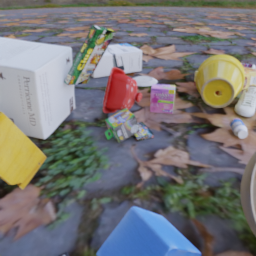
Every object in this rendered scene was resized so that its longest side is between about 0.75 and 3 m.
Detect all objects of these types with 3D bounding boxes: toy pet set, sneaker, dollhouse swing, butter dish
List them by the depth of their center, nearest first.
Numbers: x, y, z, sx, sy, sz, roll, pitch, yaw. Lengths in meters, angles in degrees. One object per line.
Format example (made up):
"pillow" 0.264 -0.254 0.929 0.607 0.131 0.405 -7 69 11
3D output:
"toy pet set" 0.964 2.395 4.077 2.805 1.490 2.619 -18 34 -29
"dollhouse swing" -3.277 0.557 7.282 1.442 1.640 1.491 -6 41 38
"butter dish" -0.091 -1.181 9.752 1.162 1.572 1.568 16 9 15
"sneaker" 4.712 -1.139 11.080 0.739 0.859 2.029 14 33 20

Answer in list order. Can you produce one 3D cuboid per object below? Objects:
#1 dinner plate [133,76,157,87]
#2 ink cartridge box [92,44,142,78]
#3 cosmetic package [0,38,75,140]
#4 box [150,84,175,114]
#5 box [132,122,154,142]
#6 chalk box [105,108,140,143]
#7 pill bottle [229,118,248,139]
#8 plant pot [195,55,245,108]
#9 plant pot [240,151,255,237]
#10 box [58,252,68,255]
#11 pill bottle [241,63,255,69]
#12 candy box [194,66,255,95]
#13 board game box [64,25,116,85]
"dinner plate" 0.778 -2.381 14.024 1.376 0.167 1.376 1 30 -1
"ink cartridge box" -0.931 -3.739 15.365 2.819 1.187 2.038 -12 31 -21
"cosmetic package" -3.676 -1.453 9.612 2.944 2.427 2.429 11 34 12
"box" 1.338 -1.123 10.866 0.894 1.016 0.491 6 29 9
"box" 0.389 0.115 9.510 0.627 0.173 0.917 -11 31 -19
"chalk box" -0.282 -0.021 9.104 1.071 0.666 0.663 -30 39 -13
"pill bottle" 3.720 0.034 9.402 0.433 0.433 0.772 0 31 0
"plant pot" 3.589 -1.711 11.075 1.914 1.914 1.800 9 34 16
"plant pot" 3.331 1.313 5.332 2.710 2.710 1.819 1 -11 1
"box" -1.180 2.842 4.203 1.099 0.614 1.557 -12 31 -26
"pill bottle" 6.450 -3.133 14.969 0.953 0.531 0.531 16 33 28
"candy box" 4.684 -2.298 13.085 2.790 0.772 1.611 -13 27 -26
"board game box" -1.275 -2.342 9.280 0.250 2.132 1.117 44 29 17
